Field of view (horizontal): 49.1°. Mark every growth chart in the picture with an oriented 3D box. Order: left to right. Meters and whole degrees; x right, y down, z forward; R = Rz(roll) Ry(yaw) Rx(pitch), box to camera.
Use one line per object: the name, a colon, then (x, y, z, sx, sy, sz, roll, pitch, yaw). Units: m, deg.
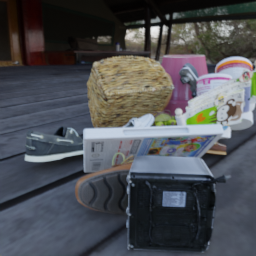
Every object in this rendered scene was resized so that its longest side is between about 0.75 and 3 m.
growth chart: (2.539, -0.482, 7.745, 2.693, 1.949, 0.239, -30, 44, 7)

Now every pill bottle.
pill bottle: (2.805, -0.659, 9.084, 1.122, 1.979, 1.122, 1, -6, 0)
pill bottle: (3.926, -1.245, 10.343, 1.344, 2.453, 1.344, 5, -22, 2)

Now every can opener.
can opener: (3.040, -1.487, 11.331, 0.869, 2.600, 0.694, -45, 11, -25)

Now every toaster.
toaster: (0.693, 1.169, 4.412, 1.470, 1.329, 0.872, 1, 17, 3)

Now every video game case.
video game case: (0.415, 0.510, 6.264, 2.787, 0.251, 1.996, -2, -27, -10)

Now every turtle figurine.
turtle figurine: (1.321, -0.166, 9.556, 2.732, 0.880, 2.203, -4, 14, -14)

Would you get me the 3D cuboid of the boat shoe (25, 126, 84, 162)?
boat shoe: (-1.606, 0.363, 7.656, 0.897, 0.844, 2.497, -4, 0, 41)

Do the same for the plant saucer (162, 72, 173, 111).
plant saucer: (1.070, -1.499, 12.064, 0.328, 2.034, 2.034, 17, 5, -35)

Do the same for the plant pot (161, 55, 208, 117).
plant pot: (2.493, -1.979, 12.808, 2.877, 2.575, 2.877, -1, 17, 0)

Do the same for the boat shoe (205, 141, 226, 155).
boat shoe: (2.047, 0.394, 7.599, 1.828, 0.643, 0.643, 9, -4, -37)

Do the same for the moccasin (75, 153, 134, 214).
moccasin: (0.141, 1.011, 5.658, 2.581, 0.944, 0.996, -12, 16, -31)

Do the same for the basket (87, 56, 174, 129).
basket: (-0.095, -1.285, 10.277, 2.741, 2.042, 1.956, -9, 54, -24)

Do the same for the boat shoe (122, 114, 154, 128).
boat shoe: (0.202, -0.054, 8.003, 1.293, 0.423, 0.476, -40, 32, -22)
